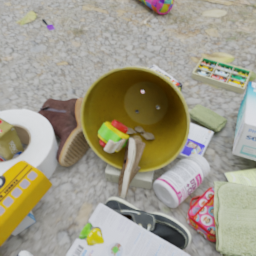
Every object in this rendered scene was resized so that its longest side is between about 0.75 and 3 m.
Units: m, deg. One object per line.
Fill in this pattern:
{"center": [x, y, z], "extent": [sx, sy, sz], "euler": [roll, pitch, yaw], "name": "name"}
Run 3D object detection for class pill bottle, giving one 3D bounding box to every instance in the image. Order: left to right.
{"center": [1.451, 1.360, 7.462], "extent": [1.472, 0.834, 0.834], "euler": [-34, 57, -27], "name": "pill bottle"}

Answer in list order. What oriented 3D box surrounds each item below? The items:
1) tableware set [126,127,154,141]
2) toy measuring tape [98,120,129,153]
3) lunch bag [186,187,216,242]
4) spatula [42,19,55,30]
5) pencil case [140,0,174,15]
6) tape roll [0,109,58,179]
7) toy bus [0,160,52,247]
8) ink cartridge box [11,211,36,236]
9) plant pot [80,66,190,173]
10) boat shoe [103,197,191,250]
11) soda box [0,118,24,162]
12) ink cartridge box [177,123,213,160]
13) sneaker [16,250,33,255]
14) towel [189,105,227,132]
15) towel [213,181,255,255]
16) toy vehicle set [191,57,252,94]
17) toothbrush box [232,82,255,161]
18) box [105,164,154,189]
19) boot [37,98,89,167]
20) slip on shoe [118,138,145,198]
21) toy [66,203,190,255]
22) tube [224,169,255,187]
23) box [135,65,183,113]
{"center": [0.298, 0.177, 8.235], "extent": [0.878, 0.102, 0.733], "euler": [-9, 38, -35], "name": "tableware set"}
{"center": [-0.473, 0.216, 7.062], "extent": [0.848, 2.304, 0.848], "euler": [0, 92, 9], "name": "toy measuring tape"}
{"center": [2.074, 2.105, 7.065], "extent": [1.220, 0.500, 1.074], "euler": [-36, 53, -28], "name": "lunch bag"}
{"center": [-3.936, -5.034, 13.614], "extent": [0.309, 0.112, 1.092], "euler": [-29, 55, -23], "name": "spatula"}
{"center": [1.145, -7.025, 14.599], "extent": [1.272, 1.272, 2.878], "euler": [-26, 56, -21], "name": "pencil case"}
{"center": [-3.348, 0.672, 8.011], "extent": [2.623, 0.917, 2.623], "euler": [0, 48, 0], "name": "tape roll"}
{"center": [-2.878, 1.875, 6.183], "extent": [0.940, 0.781, 2.400], "euler": [27, 62, 23], "name": "toy bus"}
{"center": [-2.808, 2.069, 6.919], "extent": [0.618, 0.607, 0.840], "euler": [-33, 55, -10], "name": "ink cartridge box"}
{"center": [0.335, -0.459, 7.768], "extent": [2.762, 2.762, 1.961], "euler": [11, 23, 10], "name": "plant pot"}
{"center": [0.308, 2.334, 6.493], "extent": [2.234, 0.802, 0.755], "euler": [15, 14, 20], "name": "boat shoe"}
{"center": [-3.270, 0.529, 7.577], "extent": [0.585, 1.728, 0.553], "euler": [26, 55, 17], "name": "soda box"}
{"center": [1.773, 0.370, 8.691], "extent": [1.367, 0.297, 1.355], "euler": [25, 53, 18], "name": "ink cartridge box"}
{"center": [-1.186, 3.278, 5.820], "extent": [2.594, 0.972, 1.124], "euler": [32, 49, 15], "name": "sneaker"}
{"center": [2.614, -0.331, 9.270], "extent": [1.200, 0.219, 0.890], "euler": [33, 41, 23], "name": "towel"}
{"center": [3.125, 2.197, 6.539], "extent": [2.380, 0.434, 1.766], "euler": [9, 63, -8], "name": "towel"}
{"center": [3.625, -2.077, 10.890], "extent": [2.011, 0.267, 1.249], "euler": [22, 52, 18], "name": "toy vehicle set"}
{"center": [4.210, -0.127, 8.016], "extent": [1.933, 1.126, 2.641], "euler": [16, 36, 14], "name": "toothbrush box"}
{"center": [0.044, 1.278, 7.795], "extent": [1.300, 0.445, 0.534], "euler": [11, 49, 9], "name": "box"}
{"center": [-2.159, 0.045, 8.840], "extent": [2.066, 0.899, 2.484], "euler": [5, 53, 24], "name": "boot"}
{"center": [0.089, 1.036, 7.159], "extent": [0.458, 0.575, 1.512], "euler": [13, 76, -12], "name": "slip on shoe"}
{"center": [0.027, 2.803, 5.931], "extent": [2.386, 0.563, 1.374], "euler": [26, 62, 17], "name": "toy"}
{"center": [4.049, 1.377, 7.618], "extent": [2.642, 0.686, 0.767], "euler": [-11, 9, -8], "name": "tube"}
{"center": [0.360, -1.183, 9.936], "extent": [2.851, 0.495, 1.569], "euler": [-31, 55, -24], "name": "box"}
